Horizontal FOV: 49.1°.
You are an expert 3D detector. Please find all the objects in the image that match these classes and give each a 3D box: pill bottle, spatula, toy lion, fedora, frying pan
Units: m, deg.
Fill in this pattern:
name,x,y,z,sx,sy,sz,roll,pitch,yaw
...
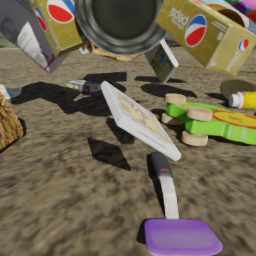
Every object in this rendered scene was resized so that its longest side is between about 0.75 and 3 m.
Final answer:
name,x,y,z,sx,sy,sz,roll,pitch,yaw
pill bottle,3.855,-0.891,9.156,0.988,0.540,0.540,-1,19,-3
spatula,0.602,0.939,4.262,0.845,0.307,2.991,1,19,-1
toy lion,2.275,-0.184,7.003,2.321,0.831,2.422,3,18,-13
pill bottle,-2.416,-2.665,6.829,1.407,2.482,1.407,-41,20,19
fedora,2.405,-2.560,7.270,1.786,1.786,0.728,-3,-5,-8
frying pan,0.397,-2.173,4.291,2.586,1.564,0.421,-31,13,2

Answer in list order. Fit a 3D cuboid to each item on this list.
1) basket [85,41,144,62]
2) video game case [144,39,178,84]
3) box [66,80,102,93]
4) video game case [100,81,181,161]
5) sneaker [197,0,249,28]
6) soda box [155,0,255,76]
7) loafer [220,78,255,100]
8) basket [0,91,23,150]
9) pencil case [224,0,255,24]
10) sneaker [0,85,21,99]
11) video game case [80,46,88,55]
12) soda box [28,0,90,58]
name,x,y,z,sx,sy,sz,roll,pitch,yaw
basket,-0.065,-2.721,7.202,1.424,1.995,1.486,36,42,18
video game case,0.635,-1.443,5.731,0.112,0.888,0.975,-27,-6,-13
box,-1.920,-1.854,12.346,1.523,0.264,0.838,17,25,40
video game case,0.112,-0.094,2.920,0.791,0.100,0.870,32,17,-30
sneaker,2.657,-3.662,8.659,2.710,1.110,1.002,30,24,-34
soda box,0.652,-0.912,2.573,0.344,0.364,1.073,6,36,-27
loafer,4.439,-1.232,9.745,2.384,0.906,0.804,18,22,30
basket,-3.850,-0.397,5.620,2.702,1.929,2.013,3,20,7
pencil case,2.788,-2.776,6.010,2.090,0.924,0.924,23,12,-19
sneaker,-4.744,-1.395,10.593,1.374,0.555,0.526,-14,22,-37
video game case,-0.276,-3.826,10.358,2.964,0.267,2.123,-16,37,24
soda box,-1.296,-2.159,4.634,0.613,1.810,0.579,-29,11,-20
